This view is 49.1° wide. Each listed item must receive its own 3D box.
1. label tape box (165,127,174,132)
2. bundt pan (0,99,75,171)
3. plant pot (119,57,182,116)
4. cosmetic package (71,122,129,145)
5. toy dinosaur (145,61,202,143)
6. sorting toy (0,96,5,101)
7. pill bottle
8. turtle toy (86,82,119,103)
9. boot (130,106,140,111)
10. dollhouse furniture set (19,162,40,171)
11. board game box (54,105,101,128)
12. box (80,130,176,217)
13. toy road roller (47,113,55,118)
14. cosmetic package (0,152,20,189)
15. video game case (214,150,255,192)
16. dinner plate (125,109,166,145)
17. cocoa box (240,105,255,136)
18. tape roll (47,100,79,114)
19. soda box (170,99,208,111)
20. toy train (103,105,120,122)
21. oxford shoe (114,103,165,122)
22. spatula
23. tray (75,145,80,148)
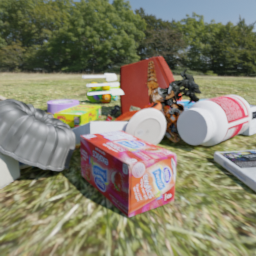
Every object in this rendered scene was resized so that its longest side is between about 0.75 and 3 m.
[{"bbox_3d":[1.249,0.141,10.494,0.668,0.308,0.932,-8,-8,-28],"label":"label tape box"},{"bbox_3d":[-2.427,0.053,7.173,2.506,0.940,2.506,28,5,-3],"label":"bundt pan"},{"bbox_3d":[1.008,-2.161,14.158,2.801,2.468,2.798,-11,10,17],"label":"plant pot"},{"bbox_3d":[-0.395,0.190,8.425,2.228,0.576,1.680,0,-5,-28],"label":"cosmetic package"},{"bbox_3d":[1.410,-1.033,9.744,1.996,2.942,1.503,-25,6,7],"label":"toy dinosaur"},{"bbox_3d":[-3.967,-0.383,9.024,1.670,1.805,0.329,25,45,13],"label":"sorting toy"},{"bbox_3d":[2.937,-0.250,9.550,2.699,1.515,1.515,-14,19,-42],"label":"pill bottle"},{"bbox_3d":[-1.693,-2.281,18.418,2.511,1.269,1.830,7,6,33],"label":"turtle toy"},{"bbox_3d":[0.050,-0.513,11.934,0.389,0.834,1.078,17,-4,-42],"label":"boot"},{"bbox_3d":[-2.595,0.712,7.393,1.021,0.666,0.964,-13,15,-36],"label":"dollhouse furniture set"},{"bbox_3d":[-2.270,-0.588,13.003,1.243,0.583,2.447,4,14,14],"label":"board game box"},{"bbox_3d":[-0.109,0.840,6.114,1.129,1.081,2.265,-8,16,-31],"label":"box"},{"bbox_3d":[-2.530,0.025,9.154,1.111,0.811,0.682,33,-11,7],"label":"toy road roller"},{"bbox_3d":[-3.948,0.846,6.531,2.433,0.865,1.280,5,15,18],"label":"cosmetic package"},{"bbox_3d":[3.824,1.023,7.116,2.471,0.289,2.246,-3,14,-9],"label":"video game case"},{"bbox_3d":[0.523,0.084,7.706,1.270,1.270,0.154,-6,24,-24],"label":"dinner plate"},{"bbox_3d":[4.658,-0.340,11.067,1.492,0.995,0.979,-12,14,-42],"label":"cocoa box"},{"bbox_3d":[-3.582,-1.166,15.460,1.704,0.559,1.704,1,14,0],"label":"tape roll"},{"bbox_3d":[3.329,-0.707,12.577,2.992,1.015,0.960,-7,15,-26],"label":"soda box"},{"bbox_3d":[-0.752,-0.237,10.306,0.245,1.436,0.329,35,3,-17],"label":"toy train"},{"bbox_3d":[0.294,-0.209,9.560,1.997,0.724,0.711,-16,21,31],"label":"oxford shoe"},{"bbox_3d":[-0.874,-1.473,9.542,1.350,0.939,0.108,-9,-21,-31],"label":"spatula"},{"bbox_3d":[-1.817,0.417,9.400,0.752,0.139,0.371,18,56,41],"label":"tray"}]
